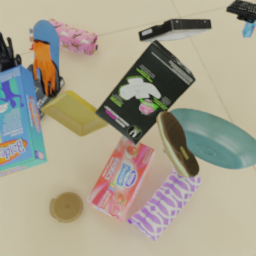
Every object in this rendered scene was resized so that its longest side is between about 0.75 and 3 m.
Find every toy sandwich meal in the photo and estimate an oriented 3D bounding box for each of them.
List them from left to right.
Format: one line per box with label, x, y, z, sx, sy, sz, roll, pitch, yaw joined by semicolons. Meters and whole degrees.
toy sandwich meal;-2.229;2.908;10.132;1.223;0.419;1.223;3;61;-6

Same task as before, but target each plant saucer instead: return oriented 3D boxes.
plant saucer;-1.682;-0.493;8.976;1.738;1.739;0.421;37;55;-27
plant saucer;2.293;0.457;7.934;2.858;2.858;0.514;28;76;11

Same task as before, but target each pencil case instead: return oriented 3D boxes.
pencil case;-2.640;-4.145;12.787;2.529;1.047;1.094;21;31;9
pencil case;1.333;2.490;9.863;1.250;1.228;2.925;29;67;38

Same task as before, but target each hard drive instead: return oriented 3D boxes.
hard drive;1.701;-3.472;10.030;2.288;1.598;0.433;-19;102;-40

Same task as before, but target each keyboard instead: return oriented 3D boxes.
keyboard;3.972;-3.710;8.974;1.636;0.210;0.982;34;70;33

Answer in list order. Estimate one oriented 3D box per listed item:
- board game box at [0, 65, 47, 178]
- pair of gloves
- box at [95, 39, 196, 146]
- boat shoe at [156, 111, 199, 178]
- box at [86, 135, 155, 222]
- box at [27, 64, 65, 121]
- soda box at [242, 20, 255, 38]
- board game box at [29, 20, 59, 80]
board game box;-3.340;-0.087;7.362;2.003;0.592;2.634;-17;73;10
pair of gloves;-3.018;-1.832;8.350;2.171;1.934;0.268;16;43;12
box;0.549;-1.169;8.789;1.652;1.974;2.658;40;110;-7
boat shoe;1.057;0.450;6.793;0.618;0.657;1.725;-25;92;-34
box;-0.197;1.822;10.093;1.380;1.273;2.690;26;69;11
box;-3.971;-1.527;11.923;1.680;0.544;2.131;24;69;11
soda box;4.524;-3.787;10.385;0.313;0.924;0.296;1;64;5
board game box;-3.090;-2.725;10.114;0.428;1.736;2.197;4;99;14
